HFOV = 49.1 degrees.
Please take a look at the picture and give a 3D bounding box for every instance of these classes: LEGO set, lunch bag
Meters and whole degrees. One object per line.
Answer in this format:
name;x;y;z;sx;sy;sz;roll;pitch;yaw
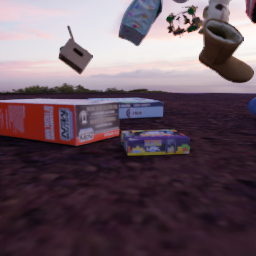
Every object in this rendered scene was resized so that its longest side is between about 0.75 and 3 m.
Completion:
LEGO set;2.039;-3.791;9.873;1.284;0.987;0.744;-15;24;43
lunch bag;0.419;-3.494;8.610;0.969;1.589;1.353;26;-4;-8

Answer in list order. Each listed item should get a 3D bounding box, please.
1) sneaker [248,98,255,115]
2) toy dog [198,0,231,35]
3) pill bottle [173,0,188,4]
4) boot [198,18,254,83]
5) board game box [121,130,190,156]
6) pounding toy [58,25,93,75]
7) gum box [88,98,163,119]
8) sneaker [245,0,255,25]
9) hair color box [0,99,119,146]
sneaker;4.516;-0.627;8.536;1.065;0.938;2.388;0;9;-19
toy dog;2.926;-3.914;9.294;0.979;1.403;1.361;9;-6;13
pill bottle;1.400;-3.699;7.028;0.576;1.012;0.576;16;-17;5
boot;2.144;-1.535;5.906;1.410;0.533;1.610;24;-2;10
board game box;0.441;0.236;4.938;1.047;0.297;0.865;-1;8;-8
pounding toy;-2.011;-2.870;10.506;1.355;0.963;1.247;36;-9;-14
gum box;-0.219;-0.800;10.779;2.236;0.586;2.631;-3;9;-19
sneaker;3.437;-3.800;7.537;0.684;1.855;0.805;-11;38;-4
hair color box;-1.635;-0.216;6.210;2.564;0.820;1.422;4;9;33
